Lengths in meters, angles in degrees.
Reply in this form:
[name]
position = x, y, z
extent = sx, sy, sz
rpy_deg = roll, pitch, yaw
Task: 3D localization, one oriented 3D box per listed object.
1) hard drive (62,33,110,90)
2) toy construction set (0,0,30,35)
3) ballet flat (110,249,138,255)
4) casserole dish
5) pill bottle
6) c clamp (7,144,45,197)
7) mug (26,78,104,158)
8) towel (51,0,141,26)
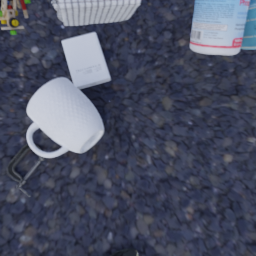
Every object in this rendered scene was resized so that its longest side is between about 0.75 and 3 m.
[hard drive]
position = -1.635, -2.595, 10.802
extent = 1.392, 0.277, 2.111
rpy_deg = -17, 73, -5
[toy construction set]
position = -3.282, -3.180, 7.883
extent = 1.176, 1.410, 1.083
rpy_deg = -1, 112, 26
[ballet flat]
position = -0.505, 4.281, 8.527
extent = 1.824, 0.518, 0.606
rpy_deg = -28, 30, -10
[casserole dish]
position = 3.914, -3.082, 8.429
extent = 0.510, 2.628, 1.592
rpy_deg = -28, 110, -12
[pill bottle]
position = 2.679, -3.582, 8.037
extent = 1.494, 1.494, 2.747
rpy_deg = 3, 115, 1
[c clamp]
position = -3.413, 1.352, 9.578
extent = 1.331, 0.211, 1.558
rpy_deg = 27, 75, 14
[mug]
position = -2.138, -0.086, 9.145
extent = 2.147, 1.808, 2.449
rpy_deg = 44, 71, 11
[towel]
position = -0.990, -3.739, 7.982
extent = 2.234, 2.698, 1.154
rpy_deg = -7, 101, -7
